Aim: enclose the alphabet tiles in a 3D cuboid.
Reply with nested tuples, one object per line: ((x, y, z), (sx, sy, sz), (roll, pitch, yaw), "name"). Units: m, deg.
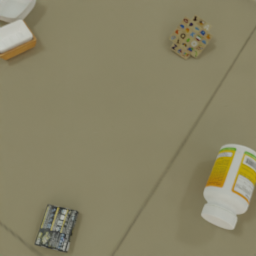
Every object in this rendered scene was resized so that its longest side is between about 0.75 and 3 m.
((2.656, -3.851, 11.900), (1.473, 0.056, 1.770), (38, 93, 7), "alphabet tiles")

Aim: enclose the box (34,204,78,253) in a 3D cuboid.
((-2.235, 3.151, 8.820), (1.024, 0.312, 1.270), (11, 65, 4), "box")

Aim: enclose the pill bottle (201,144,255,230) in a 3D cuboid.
((3.212, 1.856, 8.869), (1.347, 1.347, 2.426), (25, 67, 11), "pill bottle")

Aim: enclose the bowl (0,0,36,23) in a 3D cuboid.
((-5.320, -5.582, 12.825), (1.924, 0.719, 1.927), (22, 67, 10), "bowl")

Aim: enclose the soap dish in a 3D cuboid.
((-4.912, -3.729, 11.942), (1.690, 0.686, 1.330), (-31, 68, -14), "soap dish")
